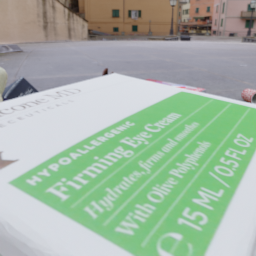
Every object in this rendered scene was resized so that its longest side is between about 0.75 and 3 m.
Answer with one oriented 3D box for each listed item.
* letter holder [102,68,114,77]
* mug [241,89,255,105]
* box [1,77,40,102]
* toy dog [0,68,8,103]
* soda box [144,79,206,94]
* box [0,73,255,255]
[{"bbox_3d":[-0.925,-2.700,15.413,0.772,1.091,1.536,2,21,5],"label":"letter holder"},{"bbox_3d":[5.759,-1.345,12.878,0.678,0.902,1.016,-37,18,5],"label":"mug"},{"bbox_3d":[-2.941,-0.462,8.121,1.245,1.682,0.877,-15,39,43],"label":"box"},{"bbox_3d":[-3.550,0.197,5.818,1.798,2.499,2.577,6,45,-33],"label":"toy dog"},{"bbox_3d":[1.749,-1.324,11.995,2.981,1.044,0.945,20,29,41],"label":"soda box"},{"bbox_3d":[-0.035,1.195,2.968,2.464,2.877,2.863,17,27,29],"label":"box"}]
